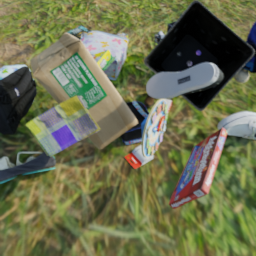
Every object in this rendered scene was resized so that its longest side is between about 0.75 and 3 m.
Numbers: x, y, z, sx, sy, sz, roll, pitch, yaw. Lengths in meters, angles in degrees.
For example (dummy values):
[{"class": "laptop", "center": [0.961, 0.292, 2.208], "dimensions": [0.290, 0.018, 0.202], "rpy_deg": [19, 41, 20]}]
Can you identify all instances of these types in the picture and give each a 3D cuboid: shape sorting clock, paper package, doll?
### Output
[{"class": "shape sorting clock", "center": [0.656, 0.026, 6.588], "dimensions": [0.281, 1.431, 1.431], "rpy_deg": [14, 47, 25]}, {"class": "paper package", "center": [-1.396, -1.177, 8.602], "dimensions": [1.530, 2.958, 2.820], "rpy_deg": [-38, 29, -3]}, {"class": "doll", "center": [4.375, -2.707, 9.686], "dimensions": [1.897, 2.780, 0.674], "rpy_deg": [20, 51, 8]}]

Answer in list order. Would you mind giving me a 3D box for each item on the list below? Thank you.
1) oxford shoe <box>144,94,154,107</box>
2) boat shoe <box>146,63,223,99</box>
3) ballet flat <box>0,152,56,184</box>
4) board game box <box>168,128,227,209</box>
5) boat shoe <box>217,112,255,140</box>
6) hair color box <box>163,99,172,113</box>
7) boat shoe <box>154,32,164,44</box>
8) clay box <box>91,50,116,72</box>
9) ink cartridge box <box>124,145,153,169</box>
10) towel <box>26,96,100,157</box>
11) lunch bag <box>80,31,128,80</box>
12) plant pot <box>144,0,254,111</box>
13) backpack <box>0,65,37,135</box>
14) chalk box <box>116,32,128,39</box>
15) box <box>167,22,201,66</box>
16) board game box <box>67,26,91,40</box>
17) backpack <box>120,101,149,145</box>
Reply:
[{"class": "oxford shoe", "center": [1.001, -1.427, 12.641], "dimensions": [0.448, 0.520, 1.232], "rpy_deg": [12, 49, 8]}, {"class": "boat shoe", "center": [1.450, -1.162, 7.427], "dimensions": [2.159, 0.741, 0.611], "rpy_deg": [-7, -10, 43]}, {"class": "ballet flat", "center": [-3.861, 1.344, 9.668], "dimensions": [2.632, 0.962, 0.962], "rpy_deg": [-16, 48, -18]}, {"class": "board game box", "center": [1.930, 1.036, 7.565], "dimensions": [0.236, 1.247, 2.422], "rpy_deg": [42, 45, -5]}, {"class": "boat shoe", "center": [4.956, -0.023, 10.928], "dimensions": [2.788, 1.025, 0.931], "rpy_deg": [-8, 46, -8]}, {"class": "hair color box", "center": [1.635, -0.927, 12.344], "dimensions": [0.401, 0.242, 0.789], "rpy_deg": [16, 47, 14]}, {"class": "boat shoe", "center": [1.171, -3.272, 10.371], "dimensions": [0.394, 0.416, 1.161], "rpy_deg": [-24, 31, 11]}, {"class": "clay box", "center": [-1.352, -2.494, 10.917], "dimensions": [1.743, 0.415, 1.002], "rpy_deg": [-5, 42, 39]}, {"class": "ink cartridge box", "center": [0.401, 1.064, 10.467], "dimensions": [0.866, 0.205, 0.693], "rpy_deg": [-26, 52, -25]}, {"class": "towel", "center": [-1.477, -0.026, 6.423], "dimensions": [1.418, 1.019, 0.161], "rpy_deg": [-27, 23, 0]}, {"class": "lunch bag", "center": [-1.441, -3.719, 14.145], "dimensions": [2.459, 1.563, 2.085], "rpy_deg": [16, 49, 2]}, {"class": "plant pot", "center": [2.262, -2.358, 9.806], "dimensions": [2.503, 2.497, 2.220], "rpy_deg": [40, 8, -2]}, {"class": "backpack", "center": [-4.924, -1.462, 11.530], "dimensions": [2.253, 2.391, 2.930], "rpy_deg": [4, 39, 22]}, {"class": "chalk box", "center": [-0.366, -5.059, 16.070], "dimensions": [0.586, 0.583, 0.941], "rpy_deg": [23, 50, 22]}, {"class": "box", "center": [2.866, -3.839, 13.542], "dimensions": [1.866, 2.521, 1.315], "rpy_deg": [-25, 51, -21]}, {"class": "board game box", "center": [-2.644, -5.477, 16.683], "dimensions": [1.862, 0.262, 1.259], "rpy_deg": [32, 54, 27]}, {"class": "backpack", "center": [0.183, -0.281, 11.152], "dimensions": [1.441, 1.062, 1.578], "rpy_deg": [-15, 49, -14]}]
